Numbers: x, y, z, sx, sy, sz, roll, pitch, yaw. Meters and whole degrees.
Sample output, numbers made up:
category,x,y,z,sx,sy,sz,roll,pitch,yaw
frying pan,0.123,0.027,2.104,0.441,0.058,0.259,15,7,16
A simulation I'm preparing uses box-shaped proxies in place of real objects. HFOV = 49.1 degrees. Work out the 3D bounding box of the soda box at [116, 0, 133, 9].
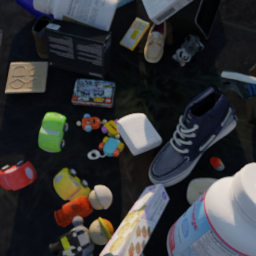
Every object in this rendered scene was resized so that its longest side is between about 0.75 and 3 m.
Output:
category,x,y,z,sx,sy,sz,roll,pitch,yaw
soda box,-0.742,-4.958,10.620,2.194,0.704,0.744,-33,68,-15

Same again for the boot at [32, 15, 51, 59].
category,x,y,z,sx,sy,sz,roll,pitch,yaw
boot,-2.439,-3.506,9.638,0.837,1.086,2.241,22,66,14

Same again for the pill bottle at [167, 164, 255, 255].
category,x,y,z,sx,sy,sz,roll,pitch,yaw
pill bottle,2.011,2.006,5.707,1.530,2.813,1.530,13,43,-13

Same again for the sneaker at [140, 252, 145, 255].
category,x,y,z,sx,sy,sz,roll,pitch,yaw
sneaker,0.222,3.556,6.377,0.630,0.609,1.510,-31,46,15

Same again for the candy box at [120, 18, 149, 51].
category,x,y,z,sx,sy,sz,roll,pitch,yaw
candy box,0.226,-3.290,9.849,0.558,0.144,1.092,34,90,26

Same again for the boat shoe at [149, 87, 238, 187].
category,x,y,z,sx,sy,sz,roll,pitch,yaw
boat shoe,1.477,0.218,7.219,2.917,1.353,1.089,-45,48,-1

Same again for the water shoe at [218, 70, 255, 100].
category,x,y,z,sx,sy,sz,roll,pitch,yaw
water shoe,2.901,-0.936,6.739,1.504,0.538,0.593,17,108,0

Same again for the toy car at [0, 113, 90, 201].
category,x,y,z,sx,sy,sz,roll,pitch,yaw
toy car,-2.023,0.763,6.943,2.432,0.542,2.288,12,105,-3

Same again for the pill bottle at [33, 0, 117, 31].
category,x,y,z,sx,sy,sz,roll,pitch,yaw
pill bottle,-1.713,-3.968,9.215,2.474,1.414,1.414,19,63,-9

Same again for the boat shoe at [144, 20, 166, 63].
category,x,y,z,sx,sy,sz,roll,pitch,yaw
boat shoe,0.949,-3.080,9.689,0.668,0.627,1.812,8,62,8

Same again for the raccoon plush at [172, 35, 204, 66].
category,x,y,z,sx,sy,sz,roll,pitch,yaw
raccoon plush,2.086,-2.633,9.635,0.669,0.927,1.384,47,29,6

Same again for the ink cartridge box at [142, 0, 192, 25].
category,x,y,z,sx,sy,sz,roll,pitch,yaw
ink cartridge box,1.107,-4.473,8.031,1.855,0.548,2.318,-28,71,30

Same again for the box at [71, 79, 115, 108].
category,x,y,z,sx,sy,sz,roll,pitch,yaw
box,-1.090,-1.107,8.916,1.266,0.253,0.867,5,63,2

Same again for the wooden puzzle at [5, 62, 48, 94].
category,x,y,z,sx,sy,sz,roll,pitch,yaw
wooden puzzle,-3.276,-1.609,9.164,1.239,0.310,1.338,-2,58,-1

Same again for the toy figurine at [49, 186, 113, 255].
category,x,y,z,sx,sy,sz,roll,pitch,yaw
toy figurine,-0.601,2.440,5.955,1.375,1.945,1.976,-27,104,-2

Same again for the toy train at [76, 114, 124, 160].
category,x,y,z,sx,sy,sz,roll,pitch,yaw
toy train,-0.778,0.296,8.035,1.241,0.459,1.652,-9,50,-10

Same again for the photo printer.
category,x,y,z,sx,sy,sz,roll,pitch,yaw
photo printer,0.266,0.126,7.739,0.935,0.390,1.124,-20,63,-28

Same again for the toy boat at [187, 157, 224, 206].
category,x,y,z,sx,sy,sz,roll,pitch,yaw
toy boat,2.158,1.442,7.120,1.169,0.646,1.390,8,75,34

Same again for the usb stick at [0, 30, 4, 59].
category,x,y,z,sx,sy,sz,roll,pitch,yaw
usb stick,-4.661,-2.369,9.473,0.683,0.402,2.463,-5,63,-2

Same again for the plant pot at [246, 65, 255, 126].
category,x,y,z,sx,sy,sz,roll,pitch,yaw
plant pot,4.505,-0.834,7.861,2.028,2.023,1.799,20,80,4

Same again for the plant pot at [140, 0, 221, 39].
category,x,y,z,sx,sy,sz,roll,pitch,yaw
plant pot,1.815,-4.576,9.124,2.163,2.438,2.432,22,103,22

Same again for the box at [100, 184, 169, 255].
category,x,y,z,sx,sy,sz,roll,pitch,yaw
box,0.246,2.146,6.263,0.495,0.530,2.559,63,33,-8

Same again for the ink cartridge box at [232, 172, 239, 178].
category,x,y,z,sx,sy,sz,roll,pitch,yaw
ink cartridge box,3.540,2.000,7.228,1.812,0.460,2.057,-27,67,-12

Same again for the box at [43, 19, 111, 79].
category,x,y,z,sx,sy,sz,roll,pitch,yaw
box,-1.578,-2.503,8.937,1.947,1.374,0.768,16,47,7

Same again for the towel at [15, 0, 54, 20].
category,x,y,z,sx,sy,sz,roll,pitch,yaw
towel,-2.809,-5.025,10.736,1.821,0.611,2.466,37,67,18
